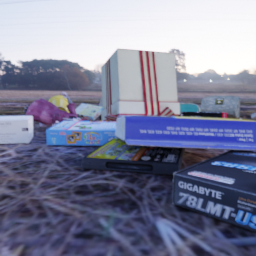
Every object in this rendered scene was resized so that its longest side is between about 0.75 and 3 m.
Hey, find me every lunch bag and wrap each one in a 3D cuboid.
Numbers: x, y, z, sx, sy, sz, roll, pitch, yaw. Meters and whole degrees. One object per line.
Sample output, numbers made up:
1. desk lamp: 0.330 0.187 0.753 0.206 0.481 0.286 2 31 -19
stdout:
1. lunch bag: 4.867 -1.064 14.728 1.776 1.273 2.165 3 12 26

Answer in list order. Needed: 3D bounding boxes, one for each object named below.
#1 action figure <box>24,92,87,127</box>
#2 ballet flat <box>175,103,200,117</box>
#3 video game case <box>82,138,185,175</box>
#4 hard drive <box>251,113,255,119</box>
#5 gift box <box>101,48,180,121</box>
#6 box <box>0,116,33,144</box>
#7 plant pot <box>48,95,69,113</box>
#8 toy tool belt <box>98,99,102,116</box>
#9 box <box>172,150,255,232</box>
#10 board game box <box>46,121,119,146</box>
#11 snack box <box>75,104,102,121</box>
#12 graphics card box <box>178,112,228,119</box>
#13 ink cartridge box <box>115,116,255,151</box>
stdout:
1. action figure: -2.737 -0.295 10.938 2.452 1.825 1.642 17 54 13
2. ballet flat: 2.181 -0.846 14.353 2.923 0.986 0.911 9 -20 8
3. video game case: 0.273 0.603 6.520 1.979 0.279 2.190 2 9 14
4. hard drive: 7.059 -0.723 13.253 1.287 0.256 1.951 4 -13 -23
5. gift box: 0.325 -1.362 10.915 2.761 2.794 2.992 -2 -3 -15
6. box: -3.613 0.042 8.734 1.136 0.746 1.142 -2 8 -12
7. plant pot: -3.532 -0.914 14.336 1.238 1.238 1.165 -2 25 -13
8. toy tool belt: -0.818 -1.416 15.749 1.512 1.536 2.460 -18 19 36
9. box: 2.133 0.845 3.991 2.208 0.549 2.191 7 10 43
10. board game box: -0.894 0.132 8.905 2.819 0.516 2.132 0 8 0
11. snack box: -2.132 -0.845 14.745 1.551 0.288 0.901 12 46 36
12. graphics card box: 3.387 -0.473 12.914 2.141 0.545 1.343 3 6 10
13. ink cartridge box: 1.258 0.043 6.414 2.932 0.697 2.967 3 -1 -7
